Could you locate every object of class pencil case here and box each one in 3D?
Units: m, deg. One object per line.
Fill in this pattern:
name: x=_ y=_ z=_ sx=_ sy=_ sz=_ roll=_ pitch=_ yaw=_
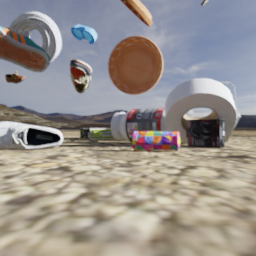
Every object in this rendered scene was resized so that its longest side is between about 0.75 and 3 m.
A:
pencil case: x=0.604 y=0.296 z=6.246 sx=1.089 sy=0.481 sz=0.481 roll=1 pitch=0 yaw=13

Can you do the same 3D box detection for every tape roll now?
tape roll: x=1.952 y=-0.394 z=7.751 sx=1.924 sy=1.924 sz=0.673 roll=4 pitch=45 yaw=4

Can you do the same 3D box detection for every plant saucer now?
plant saucer: x=0.067 y=-2.744 z=6.133 sx=1.285 sy=0.207 sz=1.285 roll=40 pitch=14 yaw=-12
plant saucer: x=0.334 y=-2.674 z=12.162 sx=2.500 sy=2.500 sz=0.468 roll=0 pitch=5 yaw=20

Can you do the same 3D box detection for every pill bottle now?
pill bottle: x=0.496 y=-0.059 z=9.192 sx=1.980 sy=1.147 sz=1.147 roll=-1 pitch=0 yaw=29

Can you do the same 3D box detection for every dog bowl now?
dog bowl: x=-1.548 y=-3.343 z=9.926 sx=1.030 sy=0.255 sz=0.574 roll=23 pitch=-26 yaw=22

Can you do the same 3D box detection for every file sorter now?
file sorter: x=2.723 y=-0.480 z=9.417 sx=1.445 sy=1.296 sz=2.082 roll=0 pitch=-23 yaw=8

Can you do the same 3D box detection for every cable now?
cable: x=-3.072 y=-2.887 z=9.254 sx=1.745 sy=1.746 sz=0.604 roll=-32 pitch=12 yaw=22

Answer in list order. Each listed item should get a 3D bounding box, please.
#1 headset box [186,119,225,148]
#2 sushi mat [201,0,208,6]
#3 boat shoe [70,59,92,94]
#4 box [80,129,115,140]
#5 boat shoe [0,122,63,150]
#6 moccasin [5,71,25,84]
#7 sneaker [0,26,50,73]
headset box: x=2.019 y=0.143 z=7.454 sx=1.001 sy=0.745 sz=0.387 roll=1 pitch=0 yaw=38
sushi mat: x=1.641 y=-2.483 z=4.803 sx=0.899 sy=0.054 sz=0.430 roll=-43 pitch=4 yaw=-3
boat shoe: x=-1.722 y=-1.795 z=9.910 sx=0.742 sy=0.652 sz=2.084 roll=23 pitch=-11 yaw=0
box: x=-1.306 y=0.262 z=12.991 sx=1.490 sy=0.470 sz=2.707 roll=0 pitch=0 yaw=-19
boat shoe: x=-2.494 y=0.177 z=6.628 sx=1.874 sy=0.690 sz=0.613 roll=-1 pitch=-3 yaw=-18
moccasin: x=-4.045 y=-1.804 z=9.993 sx=0.950 sy=0.367 sz=0.347 roll=12 pitch=42 yaw=36
sneaker: x=-2.744 y=-1.919 z=6.536 sx=1.904 sy=0.680 sz=0.761 roll=27 pitch=17 yaw=-19
